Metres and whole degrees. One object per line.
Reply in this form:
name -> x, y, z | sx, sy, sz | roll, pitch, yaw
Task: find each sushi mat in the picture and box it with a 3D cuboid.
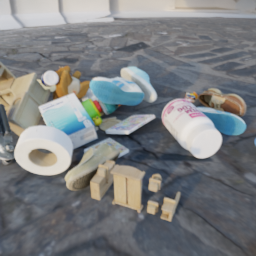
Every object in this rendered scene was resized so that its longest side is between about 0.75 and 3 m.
sushi mat -> -4.238, -2.286, 15.487 | 2.863, 0.173, 1.370 | 10, 32, 16

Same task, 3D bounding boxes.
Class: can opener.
can opener -> -4.346, 0.211, 9.509 | 0.578, 0.725, 2.168 | 0, 57, -44

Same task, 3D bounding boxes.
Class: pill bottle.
pill bottle -> 2.270, -0.015, 10.220 | 1.353, 1.353, 2.387 | -8, 31, -14
pill bottle -> -3.311, -2.011, 11.671 | 0.587, 0.587, 1.057 | -15, 9, -25

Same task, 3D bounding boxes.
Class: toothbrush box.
toothbrush box -> -2.230, -0.198, 10.328 | 1.462, 0.852, 1.997 | -25, 52, -17

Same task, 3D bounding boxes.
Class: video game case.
video game case -> -0.775, 0.822, 9.983 | 1.198, 0.137, 1.090 | -24, 38, -36
video game case -> 0.093, -0.147, 11.004 | 1.209, 0.152, 1.688 | 0, 23, 43

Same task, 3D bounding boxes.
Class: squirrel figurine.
squirrel figurine -> -2.928, -1.777, 12.504 | 1.436, 2.029, 1.894 | 9, 20, -45

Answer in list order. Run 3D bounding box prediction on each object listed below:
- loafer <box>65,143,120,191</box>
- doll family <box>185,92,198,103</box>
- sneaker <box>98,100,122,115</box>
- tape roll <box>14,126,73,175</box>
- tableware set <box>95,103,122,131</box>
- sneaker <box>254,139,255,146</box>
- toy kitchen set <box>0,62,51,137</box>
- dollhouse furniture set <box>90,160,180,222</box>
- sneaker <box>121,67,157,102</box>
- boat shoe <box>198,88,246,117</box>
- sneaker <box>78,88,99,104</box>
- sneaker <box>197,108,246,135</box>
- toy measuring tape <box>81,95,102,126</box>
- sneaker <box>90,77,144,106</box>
loafer -> -1.162, 1.126, 8.596 | 0.776, 0.860, 2.273 | 37, 34, 18
doll family -> 3.070, -1.513, 13.513 | 0.569, 0.413, 0.917 | 15, 23, 13
sneaker -> -0.521, -1.507, 12.596 | 1.188, 1.061, 2.972 | -24, 17, 16
tape roll -> -2.432, 0.681, 8.146 | 1.588, 1.588, 0.555 | 0, 43, 0
tableware set -> -1.606, -0.336, 11.852 | 2.323, 0.323, 2.781 | -17, 33, -29
sneaker -> 4.820, 0.980, 8.900 | 1.130, 1.016, 2.747 | 4, 22, 10
toy kitchen set -> -5.171, -1.097, 11.084 | 2.820, 2.301, 2.544 | -10, 50, 23
dollhouse furniture set -> 0.223, 1.497, 7.712 | 2.337, 1.211, 1.035 | 12, 33, 20
sneaker -> 0.710, -2.180, 13.084 | 1.006, 0.907, 2.455 | -26, 57, -24
boat shoe -> 4.140, -1.064, 12.612 | 0.948, 1.000, 2.641 | -15, 23, -18
sneaker -> -2.289, -1.679, 13.333 | 2.448, 0.985, 0.935 | 10, 25, 30
sneaker -> 3.623, -0.375, 11.406 | 2.280, 0.872, 0.921 | 18, 26, 22
toy measuring tape -> -1.769, -1.076, 11.831 | 0.951, 0.951, 2.586 | -14, 50, -24
sneaker -> -0.537, -1.567, 11.348 | 2.472, 0.946, 0.998 | 9, 37, -40
